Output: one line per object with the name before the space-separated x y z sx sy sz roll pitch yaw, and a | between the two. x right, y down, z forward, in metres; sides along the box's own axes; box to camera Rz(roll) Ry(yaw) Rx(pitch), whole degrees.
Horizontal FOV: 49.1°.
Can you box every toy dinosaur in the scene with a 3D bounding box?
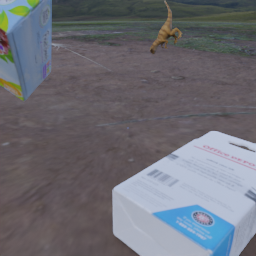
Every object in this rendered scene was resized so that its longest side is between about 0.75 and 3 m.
toy dinosaur | 1.074 -2.676 7.651 0.766 1.442 0.435 23 8 -8

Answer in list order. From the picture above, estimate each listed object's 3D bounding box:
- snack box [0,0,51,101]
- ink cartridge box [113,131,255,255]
snack box | -2.730 -2.011 4.565 2.978 2.511 1.008 37 69 -5
ink cartridge box | 1.142 0.948 3.994 2.453 0.818 1.421 -22 33 -40
